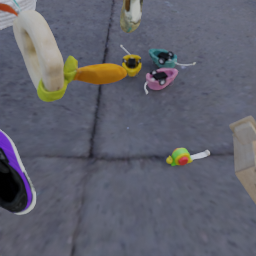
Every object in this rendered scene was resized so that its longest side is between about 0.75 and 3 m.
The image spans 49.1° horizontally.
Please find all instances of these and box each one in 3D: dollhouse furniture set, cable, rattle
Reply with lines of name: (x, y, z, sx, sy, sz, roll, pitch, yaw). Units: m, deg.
dollhouse furniture set: (2.626, -0.147, 3.721, 2.567, 1.331, 1.136, -31, 14, 30)
cable: (-2.091, -1.828, 3.869, 1.636, 0.566, 1.636, -21, 45, -28)
rattle: (-0.778, -1.019, 3.021, 0.981, 0.894, 1.373, -28, 62, -10)

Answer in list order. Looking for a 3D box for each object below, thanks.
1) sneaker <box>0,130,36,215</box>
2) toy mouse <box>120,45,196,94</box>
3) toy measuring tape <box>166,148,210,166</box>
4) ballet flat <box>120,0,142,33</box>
sneaker: (-1.702, 0.458, 3.622, 0.499, 0.713, 1.435, -35, 80, -10)
toy mouse: (0.974, -1.846, 8.905, 2.306, 0.502, 2.595, -3, 45, -3)
toy measuring tape: (1.417, 0.608, 6.506, 1.120, 0.412, 0.412, -13, 46, -12)
ballet flat: (0.180, -3.970, 8.471, 0.736, 2.084, 0.736, 7, 4, 0)
